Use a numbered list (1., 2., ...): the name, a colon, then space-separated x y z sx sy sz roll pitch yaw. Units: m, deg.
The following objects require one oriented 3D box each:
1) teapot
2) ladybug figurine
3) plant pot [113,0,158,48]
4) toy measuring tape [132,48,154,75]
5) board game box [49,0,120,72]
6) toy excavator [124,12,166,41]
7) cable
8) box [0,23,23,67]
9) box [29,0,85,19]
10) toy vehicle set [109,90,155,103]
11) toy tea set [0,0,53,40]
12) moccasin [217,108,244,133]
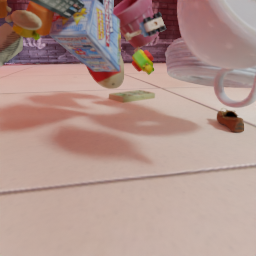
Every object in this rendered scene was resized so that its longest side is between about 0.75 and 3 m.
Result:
1. teapot: 1.640 -1.772 4.688 2.113 2.140 1.563 35 -25 -8
2. ladybug figurine: -0.880 -2.161 9.068 1.355 1.997 0.718 -16 14 42
3. plant pot: 0.313 -4.153 11.014 1.794 1.606 1.794 -25 33 18
4. toy measuring tape: 0.451 -2.856 11.102 0.854 0.854 2.321 -4 38 -13
5. board game box: -0.926 -2.871 6.903 0.899 2.916 2.915 2 11 10
6. toy excavator: 0.512 -3.100 8.864 1.069 0.549 1.099 -27 13 -14
7. cable: 2.375 -1.674 7.373 2.847 0.986 2.848 12 7 28
8. box: -3.174 -1.702 6.464 1.526 0.522 0.627 -52 4 -26
9. box: -1.604 -2.742 4.482 0.482 1.665 2.095 -33 7 13
10. toy vehicle set: 0.198 -1.579 13.806 1.973 0.262 1.226 -12 20 -36
11. toy tea set: -3.051 -2.922 6.902 2.571 0.952 1.529 34 43 -1
12. moccasin: 3.239 -0.331 8.957 0.558 0.589 1.527 1 16 3
